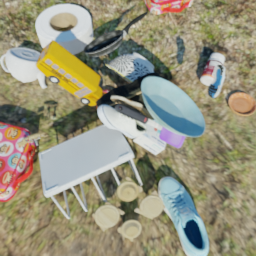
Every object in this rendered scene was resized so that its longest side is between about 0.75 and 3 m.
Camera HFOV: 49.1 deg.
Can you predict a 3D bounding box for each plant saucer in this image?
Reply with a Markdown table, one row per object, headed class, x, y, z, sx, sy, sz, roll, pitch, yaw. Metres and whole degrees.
| class | x | y | z | sx | sy | sz | roll | pitch | yaw |
| --- | --- | --- | --- | --- | --- | --- | --- | --- | --- |
| plant saucer | 4.179 | -0.844 | 10.296 | 1.013 | 0.190 | 1.013 | 0 | 61 | 1 |
| plant saucer | 1.071 | -0.466 | 7.137 | 2.020 | 0.389 | 2.020 | 24 | 39 | -21 |

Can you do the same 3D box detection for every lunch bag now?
| class | x | y | z | sx | sy | sz | roll | pitch | yaw |
| --- | --- | --- | --- | --- | --- | --- | --- | --- | --- |
| lunch bag | 1.876 | -6.083 | 12.903 | 2.241 | 0.918 | 1.974 | -19 | 67 | -10 |
| lunch bag | -3.957 | 1.029 | 8.778 | 2.077 | 0.966 | 2.359 | 13 | 60 | 6 |
| lunch bag | -0.564 | -0.926 | 10.191 | 1.082 | 0.443 | 0.953 | 25 | 64 | 14 |

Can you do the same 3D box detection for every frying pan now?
| class | x | y | z | sx | sy | sz | roll | pitch | yaw |
| --- | --- | --- | --- | --- | --- | --- | --- | --- | --- |
| frying pan | -0.476 | -3.002 | 9.166 | 1.419 | 0.382 | 2.346 | 14 | 51 | 45 |

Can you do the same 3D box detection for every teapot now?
| class | x | y | z | sx | sy | sz | roll | pitch | yaw |
| --- | --- | --- | --- | --- | --- | --- | --- | --- | --- |
| teapot | -3.923 | -2.272 | 10.613 | 1.533 | 1.135 | 1.554 | 1 | 36 | -32 |

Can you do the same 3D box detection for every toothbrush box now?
| class | x | y | z | sx | sy | sz | roll | pitch | yaw |
| --- | --- | --- | --- | --- | --- | --- | --- | --- | --- |
| toothbrush box | 0.827 | 0.100 | 9.156 | 0.923 | 0.538 | 1.261 | 34 | 52 | -11 |

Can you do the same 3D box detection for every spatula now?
| class | x | y | z | sx | sy | sz | roll | pitch | yaw |
| --- | --- | --- | --- | --- | --- | --- | --- | --- | --- |
| spatula | 0.592 | -0.124 | 7.119 | 2.137 | 0.220 | 0.604 | 25 | 90 | -25 |

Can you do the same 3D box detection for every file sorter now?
| class | x | y | z | sx | sy | sz | roll | pitch | yaw |
| --- | --- | --- | --- | --- | --- | --- | --- | --- | --- |
| file sorter | -1.043 | 1.233 | 8.021 | 2.413 | 1.502 | 1.674 | -24 | 37 | -6 |

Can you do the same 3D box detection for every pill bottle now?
| class | x | y | z | sx | sy | sz | roll | pitch | yaw |
| --- | --- | --- | --- | --- | --- | --- | --- | --- | --- |
| pill bottle | 3.237 | -2.225 | 10.684 | 0.648 | 0.648 | 1.136 | 21 | 77 | 12 |

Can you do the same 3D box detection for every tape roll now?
| class | x | y | z | sx | sy | sz | roll | pitch | yaw |
| --- | --- | --- | --- | --- | --- | --- | --- | --- | --- |
| tape roll | -2.666 | -4.143 | 11.806 | 2.321 | 0.812 | 2.321 | 0 | 61 | -1 |

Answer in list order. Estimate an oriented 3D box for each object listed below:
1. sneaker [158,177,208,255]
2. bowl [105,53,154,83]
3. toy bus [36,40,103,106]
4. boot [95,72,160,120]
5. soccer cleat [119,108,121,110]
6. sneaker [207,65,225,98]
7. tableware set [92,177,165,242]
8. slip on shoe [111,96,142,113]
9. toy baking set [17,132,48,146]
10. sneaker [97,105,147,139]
| class | x | y | z | sx | sy | sz | roll | pitch | yaw |
| --- | --- | --- | --- | --- | --- | --- | --- | --- | --- |
| sneaker | 1.625 | 2.413 | 7.971 | 0.920 | 1.020 | 2.489 | -21 | 63 | -12 |
| bowl | 0.284 | -1.976 | 9.722 | 1.993 | 1.993 | 0.935 | 38 | 96 | 19 |
| toy bus | -1.771 | -1.696 | 9.159 | 0.946 | 2.416 | 0.786 | -21 | 47 | 41 |
| boot | 0.187 | -0.587 | 8.153 | 1.980 | 1.369 | 0.767 | -23 | 34 | -3 |
| soccer cleat | 0.008 | -0.923 | 8.644 | 0.466 | 1.079 | 0.377 | 35 | 25 | 27 |
| sneaker | 2.528 | -1.281 | 7.825 | 0.351 | 0.937 | 0.406 | 28 | 24 | 33 |
| tableware set | 0.033 | 2.272 | 7.673 | 1.490 | 0.207 | 1.783 | 41 | 93 | -14 |
| slip on shoe | -0.061 | -0.588 | 7.137 | 0.836 | 0.318 | 0.253 | 19 | 84 | -4 |
| toy baking set | -2.836 | 0.304 | 8.374 | 1.043 | 0.800 | 0.121 | -22 | 87 | -34 |
| sneaker | -0.107 | -0.223 | 7.261 | 0.577 | 1.629 | 0.595 | -24 | 58 | 29 |
